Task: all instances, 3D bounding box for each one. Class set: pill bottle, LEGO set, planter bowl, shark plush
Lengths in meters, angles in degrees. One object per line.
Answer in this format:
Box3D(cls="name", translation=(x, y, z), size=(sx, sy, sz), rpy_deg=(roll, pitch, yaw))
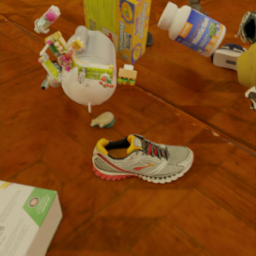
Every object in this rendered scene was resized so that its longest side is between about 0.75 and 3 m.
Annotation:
Box3D(cls="pill bottle", translation=(2.035, -3.263, 9.207), size=(2.004, 1.123, 1.123), rpy_deg=(24, 41, -8))
Box3D(cls="LEGO set", translation=(-0.939, -1.250, 5.682), size=(2.327, 1.071, 0.866), rpy_deg=(35, 36, -22))
Box3D(cls="planter bowl", translation=(3.457, -1.687, 8.008), size=(0.631, 1.515, 1.515), rpy_deg=(-2, 38, 24))
Box3D(cls="shark plush", translation=(-2.243, -1.760, 8.873), size=(0.824, 0.755, 1.814), rpy_deg=(0, 24, -6))

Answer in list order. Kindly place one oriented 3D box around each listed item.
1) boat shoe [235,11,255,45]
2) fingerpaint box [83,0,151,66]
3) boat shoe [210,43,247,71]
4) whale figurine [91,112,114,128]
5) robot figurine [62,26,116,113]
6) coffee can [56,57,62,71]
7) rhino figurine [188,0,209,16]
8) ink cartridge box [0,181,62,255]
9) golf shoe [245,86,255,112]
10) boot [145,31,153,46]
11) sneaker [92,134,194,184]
Box3D(cls="boat shoe", translation=(4.239, -3.349, 9.485), size=(0.840, 1.018, 2.718), rpy_deg=(3, 37, 2))
Box3D(cls="fingerpaint box", translation=(-0.373, -3.392, 8.635), size=(1.947, 2.334, 0.856), rpy_deg=(34, 64, 16))
Box3D(cls="boat shoe", translation=(5.235, -3.157, 12.666), size=(2.710, 1.012, 1.257), rpy_deg=(30, 57, 31))
Box3D(cls="whale figurine", translation=(-0.880, -0.205, 9.843), size=(0.854, 0.443, 0.680), rpy_deg=(-17, 39, 17))
Box3D(cls="robot figurine", translation=(-1.075, -1.672, 7.860), size=(1.468, 2.205, 2.600), rpy_deg=(-11, 48, 7))
Box3D(cls="coffee can", translation=(-2.381, -3.178, 12.591), size=(1.598, 1.170, 1.170), rpy_deg=(-11, 42, -13))
Box3D(cls="rhino figurine", translation=(2.601, -4.134, 10.386), size=(0.693, 1.585, 0.474), rpy_deg=(-5, 4, 33))
Box3D(cls="ink cartridge box", translation=(-3.102, 2.253, 6.391), size=(2.574, 1.126, 1.870), rpy_deg=(9, 41, 8))
Box3D(cls="golf shoe", translation=(3.315, -0.520, 6.741), size=(0.596, 1.261, 0.490), rpy_deg=(-23, 23, 44))
Box3D(cls="boot", translation=(0.087, -4.833, 14.875), size=(2.025, 0.665, 1.669), rpy_deg=(11, 0, 40))
Box3D(cls="sneaker", translation=(0.429, 0.838, 7.961), size=(2.923, 1.201, 1.138), rpy_deg=(-2, 41, -4))
